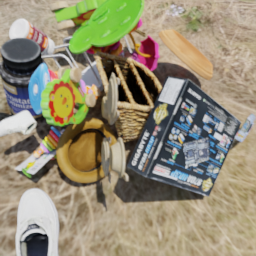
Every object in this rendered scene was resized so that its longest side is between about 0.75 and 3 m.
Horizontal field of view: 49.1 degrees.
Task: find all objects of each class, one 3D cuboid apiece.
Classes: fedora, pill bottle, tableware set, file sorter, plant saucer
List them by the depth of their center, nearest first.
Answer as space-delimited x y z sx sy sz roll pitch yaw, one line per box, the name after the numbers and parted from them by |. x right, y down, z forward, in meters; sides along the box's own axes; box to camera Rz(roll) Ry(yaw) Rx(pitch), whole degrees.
-0.365 0.055 6.416 0.294 2.117 2.534 0 90 -12 | tableware set
-1.303 0.698 8.609 2.006 0.818 2.006 5 78 -26 | fedora
-3.406 -1.558 9.352 1.493 2.670 1.493 5 53 -7 | pill bottle
-3.180 -2.953 9.408 0.792 1.388 0.792 -5 78 24 | pill bottle
2.178 -2.731 10.133 2.500 0.468 2.500 34 26 -19 | plant saucer
-1.538 -2.587 10.435 2.021 1.813 2.912 8 47 43 | file sorter

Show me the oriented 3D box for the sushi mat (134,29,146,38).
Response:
0.348 -3.870 11.155 0.804 0.102 1.682 30 14 -5 | sushi mat

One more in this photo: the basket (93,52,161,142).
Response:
0.174 -1.179 8.721 1.804 1.883 2.527 -17 50 -3 | basket

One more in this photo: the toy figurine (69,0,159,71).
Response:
-0.109 -2.636 9.414 2.766 2.546 2.077 -28 52 19 | toy figurine

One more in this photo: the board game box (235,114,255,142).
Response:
3.794 0.075 9.091 0.277 0.899 0.898 34 35 21 | board game box

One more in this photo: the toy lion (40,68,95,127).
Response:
-1.530 -0.638 7.011 0.540 1.572 1.506 7 59 24 | toy lion

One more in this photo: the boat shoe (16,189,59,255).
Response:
-2.304 2.730 7.156 1.098 0.976 2.985 -17 51 -14 | boat shoe

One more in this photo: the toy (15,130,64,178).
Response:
-2.411 0.818 8.889 1.204 0.493 2.090 1 34 45 | toy

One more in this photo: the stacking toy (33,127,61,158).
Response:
-2.412 0.522 8.396 1.034 0.600 0.568 -41 29 -13 | stacking toy

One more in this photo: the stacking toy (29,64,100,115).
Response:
-1.733 -1.102 8.427 2.163 1.187 1.255 -2 77 -38 | stacking toy

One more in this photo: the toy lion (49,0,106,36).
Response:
-1.416 -4.534 10.983 2.779 0.995 2.899 -14 12 4 | toy lion

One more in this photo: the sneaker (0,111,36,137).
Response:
-3.226 0.008 8.043 1.148 0.423 0.664 -36 57 -19 | sneaker

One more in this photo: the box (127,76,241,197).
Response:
1.627 0.373 7.266 0.688 2.989 2.376 23 89 48 | box
